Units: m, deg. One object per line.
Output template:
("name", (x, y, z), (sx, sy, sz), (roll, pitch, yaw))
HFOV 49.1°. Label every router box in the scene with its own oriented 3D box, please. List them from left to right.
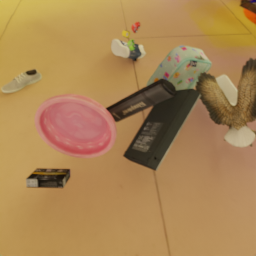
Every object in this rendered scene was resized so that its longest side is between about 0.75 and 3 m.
("router box", (-2.259, 1.431, 8.019), (1.042, 0.272, 0.819), (1, 13, 4))

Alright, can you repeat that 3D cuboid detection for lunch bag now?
("lunch bag", (1.980, -1.985, 10.661), (1.867, 2.327, 0.897), (0, 54, -38))

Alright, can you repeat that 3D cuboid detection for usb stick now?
("usb stick", (0.293, -0.824, 9.128), (0.786, 2.835, 0.462), (25, 57, -37))

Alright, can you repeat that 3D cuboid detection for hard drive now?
("hard drive", (0.980, -0.028, 8.758), (2.634, 0.433, 1.838), (-58, 21, -10))

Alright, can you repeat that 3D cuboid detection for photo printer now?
("photo printer", (3.592, -1.222, 10.982), (1.325, 0.553, 1.592), (-28, 45, 15))

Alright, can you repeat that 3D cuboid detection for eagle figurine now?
("eagle figurine", (3.520, -0.754, 9.309), (1.972, 2.599, 1.961), (-26, 20, -22))

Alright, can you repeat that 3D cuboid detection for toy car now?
("toy car", (0.082, -3.352, 10.424), (0.226, 1.013, 0.953), (1, 82, -39))

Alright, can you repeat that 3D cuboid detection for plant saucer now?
("plant saucer", (-1.533, -0.090, 8.487), (2.460, 2.460, 0.623), (5, 44, 5))

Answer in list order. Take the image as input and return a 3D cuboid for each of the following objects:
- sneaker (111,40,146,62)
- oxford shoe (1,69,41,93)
("sneaker", (0.072, -3.905, 13.996), (1.342, 0.738, 1.833), (-6, 31, -30))
("oxford shoe", (-4.684, -2.089, 12.250), (1.836, 0.530, 0.690), (-32, 57, -24))
